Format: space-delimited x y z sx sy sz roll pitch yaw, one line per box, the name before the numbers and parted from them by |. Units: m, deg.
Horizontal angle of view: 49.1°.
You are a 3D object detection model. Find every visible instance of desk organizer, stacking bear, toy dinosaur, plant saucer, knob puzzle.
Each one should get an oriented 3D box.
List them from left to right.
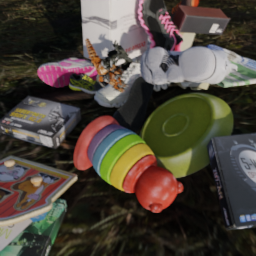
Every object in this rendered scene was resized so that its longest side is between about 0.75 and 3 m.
knob puzzle | -2.598 1.255 5.930 2.571 0.357 2.571 3 23 -1
toy dinosaur | -0.476 -1.601 7.150 1.080 1.592 0.813 -39 52 10
stacking bear | 0.053 0.884 6.327 1.469 1.376 2.420 -32 54 -32
plant saucer | 1.236 0.021 6.917 2.575 0.400 2.575 -27 37 22
desk organizer | 2.184 -3.246 8.442 1.553 0.557 0.598 -5 52 -22

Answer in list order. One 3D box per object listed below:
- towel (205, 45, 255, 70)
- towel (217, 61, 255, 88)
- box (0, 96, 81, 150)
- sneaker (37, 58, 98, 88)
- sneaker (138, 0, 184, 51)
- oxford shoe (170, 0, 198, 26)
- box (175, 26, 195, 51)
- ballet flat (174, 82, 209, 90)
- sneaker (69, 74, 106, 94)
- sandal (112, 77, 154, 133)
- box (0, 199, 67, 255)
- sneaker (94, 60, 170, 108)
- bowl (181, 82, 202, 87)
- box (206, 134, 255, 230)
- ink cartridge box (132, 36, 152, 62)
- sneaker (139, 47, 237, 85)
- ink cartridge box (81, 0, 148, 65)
towel | 3.729 -2.289 9.329 2.437 0.290 1.790 22 20 8
towel | 3.720 -2.020 10.086 2.523 0.295 1.925 -10 35 -26
box | -2.555 -0.206 8.205 1.874 0.453 1.485 14 42 16
sneaker | -2.199 -2.066 10.226 2.109 0.858 0.930 -2 38 -15
sneaker | 1.119 -2.811 8.229 0.992 2.511 1.198 -38 36 -27
oxford shoe | 1.906 -4.073 9.814 0.851 2.345 0.835 21 59 10
box | 1.857 -3.181 9.279 0.563 1.449 0.688 5 40 -11
ballet flat | 2.146 -1.552 9.833 1.364 0.474 0.474 7 40 7
sneaker | -1.451 -1.559 9.746 1.343 0.568 0.500 6 41 7
sandal | 0.171 -0.542 8.367 0.841 0.536 2.238 28 63 2
box | -2.274 2.223 5.338 1.562 0.393 2.164 6 40 7
sneaker | 0.142 -1.605 9.307 2.967 1.202 1.115 -28 45 -28
bowl | 2.300 -1.855 9.172 0.585 1.301 1.301 19 37 -16
box | 2.787 0.952 5.400 2.158 0.470 1.729 -4 64 -1
ink cartridge box | 1.068 -3.039 11.129 1.845 1.065 2.536 -3 39 -2
sneaker | 1.328 -1.389 6.486 1.289 0.843 2.243 -3 10 -37
ink cartridge box | -0.317 -3.621 8.496 1.209 2.922 2.140 25 41 27
